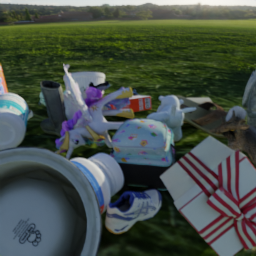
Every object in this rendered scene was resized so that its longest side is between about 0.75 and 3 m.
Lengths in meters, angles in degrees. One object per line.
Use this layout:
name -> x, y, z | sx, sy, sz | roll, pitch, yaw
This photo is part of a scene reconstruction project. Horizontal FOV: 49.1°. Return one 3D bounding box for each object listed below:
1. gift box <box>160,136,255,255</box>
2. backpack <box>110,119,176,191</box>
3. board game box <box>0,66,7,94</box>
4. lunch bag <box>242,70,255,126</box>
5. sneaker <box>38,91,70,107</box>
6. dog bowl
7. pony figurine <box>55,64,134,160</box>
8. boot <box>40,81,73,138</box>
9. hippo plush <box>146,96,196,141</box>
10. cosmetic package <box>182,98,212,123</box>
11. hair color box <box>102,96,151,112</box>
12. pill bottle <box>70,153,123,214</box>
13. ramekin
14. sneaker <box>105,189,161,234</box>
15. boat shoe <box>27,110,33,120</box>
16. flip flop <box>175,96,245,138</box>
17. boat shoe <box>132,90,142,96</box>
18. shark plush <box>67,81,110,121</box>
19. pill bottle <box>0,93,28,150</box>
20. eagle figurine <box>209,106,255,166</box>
gift box -> 1.798, 1.170, 5.344 | 1.802, 1.663, 1.683 | -44, 16, 5
backpack -> 0.440, 0.605, 7.964 | 1.822, 1.589, 2.073 | 0, 23, 12
board game box -> -6.177, -1.362, 11.307 | 1.909, 1.909, 1.911 | -3, 32, -4
lunch bag -> 5.011, -1.030, 10.015 | 1.717, 2.067, 2.465 | -5, 14, 24
sneaker -> -2.933, -1.133, 10.901 | 0.965, 1.637, 0.602 | 30, 57, -22
dog bowl -> -1.775, 1.723, 4.875 | 2.677, 2.677, 0.987 | -1, -16, -3
pony figurine -> -1.185, -0.471, 9.283 | 2.915, 2.428, 2.814 | -12, 67, -16
boot -> -2.743, -0.695, 9.879 | 1.809, 1.989, 0.722 | 12, 44, 34
hippo plush -> 1.268, -0.523, 9.682 | 1.401, 1.759, 1.414 | 7, 43, -8
cosmetic package -> 2.456, -0.707, 11.362 | 1.746, 0.918, 0.621 | -2, 27, -1
hair color box -> -0.110, -0.968, 11.848 | 1.927, 0.616, 1.068 | -12, 13, -26
pill bottle -> -1.311, 1.548, 6.149 | 1.462, 1.462, 2.605 | 20, 32, 35
ramekin -> -2.031, -1.953, 13.153 | 1.918, 1.007, 1.918 | -3, 1, 0
sneaker -> 0.200, 1.770, 6.514 | 0.630, 0.737, 1.673 | 22, 33, 40
boat shoe -> -4.227, -0.491, 11.611 | 0.291, 0.277, 0.808 | 9, 28, 18
flip flop -> 2.845, -0.544, 10.263 | 2.884, 0.830, 1.170 | 24, 63, 11
boat shoe -> 0.072, -1.631, 13.738 | 1.276, 0.438, 0.537 | 7, 27, 13
shark plush -> -1.363, -1.123, 10.466 | 1.167, 2.803, 1.273 | 14, 52, -24
pill bottle -> -4.369, -0.368, 10.072 | 1.428, 1.428, 2.578 | -6, 26, -12
eagle figurine -> 3.009, 0.493, 7.437 | 1.834, 1.384, 1.391 | 40, 17, -22
